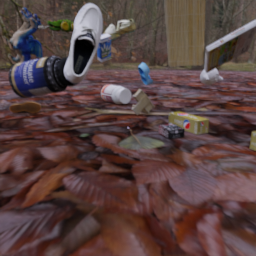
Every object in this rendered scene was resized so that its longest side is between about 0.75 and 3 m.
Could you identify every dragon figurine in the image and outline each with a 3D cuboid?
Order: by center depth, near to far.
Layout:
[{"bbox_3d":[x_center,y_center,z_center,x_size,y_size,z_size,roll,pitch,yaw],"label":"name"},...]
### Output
[{"bbox_3d":[-3.543,-2.783,9.954,1.321,2.657,0.782,-31,51,-28],"label":"dragon figurine"}]

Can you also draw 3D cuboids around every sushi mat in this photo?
[{"bbox_3d":[1.870,-3.178,9.147,1.242,2.597,0.157,-2,42,11],"label":"sushi mat"}]

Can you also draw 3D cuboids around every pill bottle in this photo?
[{"bbox_3d":[-2.600,-1.629,8.842,2.038,1.140,1.140,-6,12,20],"label":"pill bottle"},{"bbox_3d":[-0.682,-1.890,15.952,1.003,1.003,1.831,-11,18,-35],"label":"pill bottle"}]

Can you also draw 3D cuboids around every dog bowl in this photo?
[{"bbox_3d":[0.732,-2.308,12.180,0.264,1.066,0.594,-34,43,-13],"label":"dog bowl"}]

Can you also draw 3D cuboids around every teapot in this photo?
[{"bbox_3d":[3.510,-2.132,11.787,0.861,0.850,0.629,-41,55,-4],"label":"teapot"}]

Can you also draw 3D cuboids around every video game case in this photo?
[{"bbox_3d":[3.636,-2.845,10.115,1.825,0.230,2.006,-28,-15,7],"label":"video game case"}]

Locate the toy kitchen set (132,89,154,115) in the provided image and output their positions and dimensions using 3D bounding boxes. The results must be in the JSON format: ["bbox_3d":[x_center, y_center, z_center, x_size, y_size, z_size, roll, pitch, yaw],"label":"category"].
[{"bbox_3d":[0.389,-1.127,13.356,0.955,1.171,1.056,-49,33,-13],"label":"toy kitchen set"}]

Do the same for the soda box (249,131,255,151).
[{"bbox_3d":[4.471,0.317,8.448,1.729,0.554,0.586,-9,18,-31],"label":"soda box"}]

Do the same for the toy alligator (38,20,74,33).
[{"bbox_3d":[-2.303,-3.470,9.442,0.540,0.391,1.628,9,16,37],"label":"toy alligator"}]

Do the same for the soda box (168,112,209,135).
[{"bbox_3d":[2.233,-0.205,10.494,0.554,0.524,1.636,-10,18,-29],"label":"soda box"}]

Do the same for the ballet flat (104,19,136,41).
[{"bbox_3d":[-0.546,-4.855,13.830,2.055,0.726,0.726,-27,24,-18],"label":"ballet flat"}]

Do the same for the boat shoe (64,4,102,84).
[{"bbox_3d":[-1.090,-2.284,7.412,0.832,2.260,0.739,12,-7,-22],"label":"boat shoe"}]

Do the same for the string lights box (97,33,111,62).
[{"bbox_3d":[-1.128,-3.734,13.076,0.602,1.172,0.345,-30,53,-29],"label":"string lights box"}]

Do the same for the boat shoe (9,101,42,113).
[{"bbox_3d":[-4.931,-1.048,13.635,1.567,0.552,0.551,1,18,5],"label":"boat shoe"}]

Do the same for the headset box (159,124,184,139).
[{"bbox_3d":[1.477,0.106,9.721,0.612,0.317,0.822,-5,15,-20],"label":"headset box"}]
